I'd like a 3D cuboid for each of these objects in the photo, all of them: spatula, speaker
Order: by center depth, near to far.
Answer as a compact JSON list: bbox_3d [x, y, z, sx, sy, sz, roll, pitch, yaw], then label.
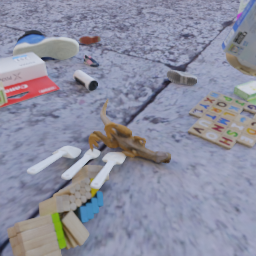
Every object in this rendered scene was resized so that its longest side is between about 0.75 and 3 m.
[{"bbox_3d":[-1.000,0.738,5.902,1.641,0.190,2.361,11,11,7],"label":"spatula"},{"bbox_3d":[-1.472,-1.642,9.656,0.405,0.405,0.997,-26,45,-30],"label":"speaker"}]

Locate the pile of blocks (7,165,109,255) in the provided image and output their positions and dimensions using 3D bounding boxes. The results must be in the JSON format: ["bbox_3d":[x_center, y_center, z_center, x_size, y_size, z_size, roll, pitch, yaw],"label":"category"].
[{"bbox_3d":[-1.184,1.612,5.264,0.772,1.020,2.484,-29,7,38],"label":"pile of blocks"}]

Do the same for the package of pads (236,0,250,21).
[{"bbox_3d":[3.329,-3.056,5.969,0.759,1.720,2.227,14,0,-16],"label":"package of pads"}]

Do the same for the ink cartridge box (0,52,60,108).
[{"bbox_3d":[-4.081,-1.656,9.512,2.738,0.612,2.412,-24,42,-28],"label":"ink cartridge box"}]

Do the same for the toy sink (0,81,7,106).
[{"bbox_3d":[-4.025,-0.979,8.532,0.458,0.533,0.818,27,46,23],"label":"toy sink"}]

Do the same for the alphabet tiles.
[{"bbox_3d":[2.834,-0.268,8.091,2.020,0.091,2.417,25,44,29],"label":"alphabet tiles"}]

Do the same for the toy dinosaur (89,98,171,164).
[{"bbox_3d":[-0.281,0.167,7.083,2.962,0.895,1.573,40,17,32],"label":"toy dinosaur"}]

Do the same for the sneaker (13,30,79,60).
[{"bbox_3d":[-3.360,-3.500,11.606,2.588,0.993,1.440,-10,46,-3],"label":"sneaker"}]

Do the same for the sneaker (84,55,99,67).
[{"bbox_3d":[-1.459,-2.647,11.036,0.806,0.331,0.283,25,44,29],"label":"sneaker"}]

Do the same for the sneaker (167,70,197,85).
[{"bbox_3d":[1.908,-1.784,9.931,1.106,0.413,0.454,20,30,11],"label":"sneaker"}]

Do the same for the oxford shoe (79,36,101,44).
[{"bbox_3d":[-1.777,-4.067,12.981,0.976,0.345,0.360,-4,18,-12],"label":"oxford shoe"}]

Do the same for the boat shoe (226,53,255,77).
[{"bbox_3d":[2.932,-1.647,6.454,0.883,0.941,2.552,-7,-3,36],"label":"boat shoe"}]

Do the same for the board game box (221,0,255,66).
[{"bbox_3d":[2.535,-1.594,4.332,1.513,1.521,0.330,22,38,-7],"label":"board game box"}]

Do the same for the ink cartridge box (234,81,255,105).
[{"bbox_3d":[4.167,-1.063,9.005,0.889,0.293,1.222,-17,39,-21],"label":"ink cartridge box"}]
